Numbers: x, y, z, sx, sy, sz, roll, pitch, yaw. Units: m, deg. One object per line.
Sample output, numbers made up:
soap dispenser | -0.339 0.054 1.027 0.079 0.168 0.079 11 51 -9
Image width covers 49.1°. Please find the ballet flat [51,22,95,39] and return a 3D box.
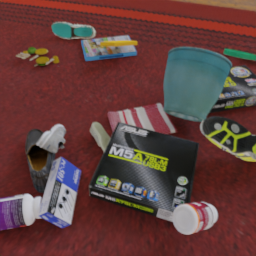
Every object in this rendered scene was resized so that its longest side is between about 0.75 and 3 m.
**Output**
ballet flat | -2.928 -5.237 15.315 2.440 0.875 0.875 10 45 7

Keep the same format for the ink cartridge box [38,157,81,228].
ink cartridge box | -1.874 1.775 7.851 0.393 0.836 1.778 -28 36 27

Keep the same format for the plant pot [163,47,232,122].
plant pot | 2.232 -1.381 9.819 2.239 2.239 2.104 14 87 14

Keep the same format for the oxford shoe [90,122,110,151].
oxford shoe | -0.904 0.425 9.625 0.523 0.402 1.391 -4 51 -45

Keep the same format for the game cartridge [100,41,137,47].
game cartridge | -0.455 -4.022 13.383 1.302 0.240 1.477 -13 24 -28

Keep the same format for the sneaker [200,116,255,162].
sneaker | 3.292 0.511 8.585 2.664 1.018 1.004 24 66 -11

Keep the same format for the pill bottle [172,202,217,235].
pill bottle | 1.644 2.130 6.715 1.169 0.660 0.660 10 29 -46

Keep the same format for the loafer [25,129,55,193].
loafer | -2.781 0.790 8.839 0.915 0.908 2.513 -18 46 -17

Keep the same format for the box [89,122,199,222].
box | 0.582 1.213 8.482 2.798 0.665 2.702 15 49 9

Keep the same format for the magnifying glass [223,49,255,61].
magnifying glass | 5.993 -3.384 13.453 2.765 0.310 1.100 13 23 9

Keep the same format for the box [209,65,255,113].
box | 4.155 -1.670 11.607 2.650 0.587 2.123 -9 45 -9

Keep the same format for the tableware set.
tableware set | -4.333 -3.464 13.719 2.004 0.308 1.350 17 44 18

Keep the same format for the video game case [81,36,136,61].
video game case | -1.027 -4.127 14.415 2.578 0.230 1.845 -9 45 -9

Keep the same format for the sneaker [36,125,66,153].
sneaker | -2.310 0.416 8.880 0.706 0.644 1.722 41 15 -5

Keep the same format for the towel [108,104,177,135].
towel | 0.474 -0.200 10.347 2.232 0.254 1.608 -11 46 -12

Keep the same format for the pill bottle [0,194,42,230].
pill bottle | -3.031 2.229 7.421 1.448 0.814 0.814 -7 45 -7
